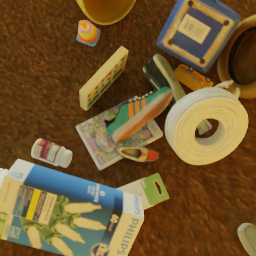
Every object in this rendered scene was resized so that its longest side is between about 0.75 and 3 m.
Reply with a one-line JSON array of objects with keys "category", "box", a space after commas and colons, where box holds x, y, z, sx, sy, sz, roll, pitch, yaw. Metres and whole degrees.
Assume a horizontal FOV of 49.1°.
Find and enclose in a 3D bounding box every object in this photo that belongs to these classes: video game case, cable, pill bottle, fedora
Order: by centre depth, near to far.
[{"category": "cable", "box": [2.030, 0.000, 7.260, 2.094, 2.094, 0.725, -15, 29, -2]}, {"category": "pill bottle", "box": [-2.089, 0.712, 7.743, 0.993, 0.567, 0.567, 20, 67, 4]}, {"category": "video game case", "box": [-0.260, 0.094, 8.244, 2.109, 0.190, 1.510, -28, 69, -12]}, {"category": "fedora", "box": [3.893, -2.077, 8.406, 1.012, 2.482, 2.482, 5, 61, -34]}]

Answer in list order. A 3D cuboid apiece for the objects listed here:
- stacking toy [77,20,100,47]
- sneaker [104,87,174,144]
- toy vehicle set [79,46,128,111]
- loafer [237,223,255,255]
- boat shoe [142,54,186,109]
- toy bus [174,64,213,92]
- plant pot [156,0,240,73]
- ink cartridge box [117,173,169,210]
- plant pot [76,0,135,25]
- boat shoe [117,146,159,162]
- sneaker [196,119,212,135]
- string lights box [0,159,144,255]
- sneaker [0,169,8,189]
[{"category": "stacking toy", "box": [-1.358, -3.173, 8.979, 0.702, 1.210, 0.664, 22, 90, 3]}, {"category": "sneaker", "box": [0.251, -0.541, 7.868, 2.166, 0.773, 0.866, -38, 67, -3]}, {"category": "toy vehicle set", "box": [-0.735, -1.446, 8.355, 0.250, 1.174, 1.889, 38, 73, 4]}, {"category": "loafer", "box": [3.512, 3.110, 6.602, 0.719, 0.718, 2.058, -40, 72, -16]}, {"category": "boat shoe", "box": [1.213, -1.065, 8.557, 0.806, 0.856, 2.385, -35, 74, 30]}, {"category": "toy bus", "box": [2.039, -1.521, 8.809, 1.181, 0.384, 0.462, 37, 62, 14]}, {"category": "plant pot", "box": [1.988, -2.823, 8.136, 1.941, 1.941, 1.745, 31, 27, 1]}, {"category": "ink cartridge box", "box": [0.275, 1.786, 7.343, 1.400, 0.415, 0.727, -20, 71, -8]}, {"category": "plant pot", "box": [-1.018, -4.958, 9.507, 2.318, 2.318, 1.645, -36, 57, -15]}, {"category": "boat shoe", "box": [0.303, 0.714, 7.740, 1.196, 0.374, 0.426, 10, 85, -10]}, {"category": "sneaker", "box": [1.788, -0.276, 7.780, 0.485, 0.420, 1.120, -42, 82, 7]}, {"category": "string lights box", "box": [-1.308, 1.940, 6.262, 2.970, 0.876, 1.526, 19, 107, -8]}, {"category": "sneaker", "box": [-3.437, 1.436, 7.177, 2.766, 1.057, 1.113, -8, 59, -8]}]
